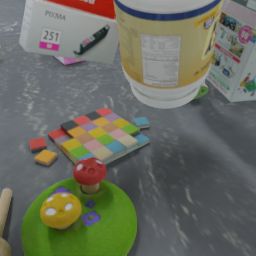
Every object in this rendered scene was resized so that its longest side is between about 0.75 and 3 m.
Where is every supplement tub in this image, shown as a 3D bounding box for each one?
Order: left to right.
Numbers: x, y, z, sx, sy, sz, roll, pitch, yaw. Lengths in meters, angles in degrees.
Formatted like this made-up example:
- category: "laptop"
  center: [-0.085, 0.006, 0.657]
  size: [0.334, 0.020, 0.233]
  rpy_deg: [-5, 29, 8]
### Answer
- category: "supplement tub"
  center: [0.723, -1.763, 5.293]
  size: [1.843, 2.553, 1.843]
  rpy_deg: [-3, 54, 4]

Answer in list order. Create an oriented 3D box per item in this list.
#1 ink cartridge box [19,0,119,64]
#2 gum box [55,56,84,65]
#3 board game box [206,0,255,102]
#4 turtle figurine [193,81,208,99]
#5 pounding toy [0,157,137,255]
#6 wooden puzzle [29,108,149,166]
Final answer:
- category: "ink cartridge box"
  center: [-0.893, -2.119, 5.195]
  size: [1.887, 1.638, 0.411]
  rpy_deg: [-2, 34, -40]
- category: "gum box"
  center: [-2.473, -3.144, 11.341]
  size: [0.920, 0.536, 1.621]
  rpy_deg: [-20, 39, -25]
- category: "board game box"
  center: [2.398, -2.387, 5.959]
  size: [0.953, 2.965, 2.187]
  rpy_deg: [-7, 41, -21]
- category: "turtle figurine"
  center: [1.423, -2.114, 8.731]
  size: [2.524, 1.816, 2.447]
  rpy_deg: [11, 41, -27]
- category: "pounding toy"
  center: [-1.067, 1.208, 4.369]
  size: [2.434, 1.130, 1.879]
  rpy_deg: [-3, 34, -5]
- category: "wooden puzzle"
  center: [-0.751, 0.202, 6.680]
  size: [2.976, 0.209, 1.765]
  rpy_deg: [-25, 41, -32]
